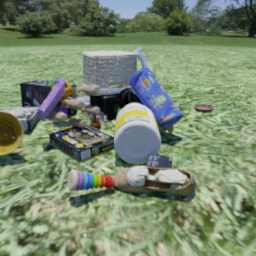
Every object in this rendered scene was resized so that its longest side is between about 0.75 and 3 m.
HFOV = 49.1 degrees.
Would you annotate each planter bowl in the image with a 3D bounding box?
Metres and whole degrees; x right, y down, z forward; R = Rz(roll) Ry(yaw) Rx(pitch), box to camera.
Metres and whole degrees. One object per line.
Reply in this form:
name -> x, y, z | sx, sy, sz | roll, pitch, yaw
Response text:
planter bowl -> -3.980, 0.202, 8.935 | 1.383, 1.383, 0.576 | -2, -6, -6

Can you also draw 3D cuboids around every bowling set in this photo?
bowling set -> -1.870, -0.481, 10.754 | 1.234, 1.600, 2.299 | 8, 42, 47

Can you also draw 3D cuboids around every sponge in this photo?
sponge -> -2.673, -0.989, 9.917 | 0.223, 0.836, 1.498 | 28, 60, -2

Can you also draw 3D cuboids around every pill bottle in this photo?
pill bottle -> 0.273, 0.029, 9.657 | 1.461, 1.461, 2.625 | 0, 22, 0

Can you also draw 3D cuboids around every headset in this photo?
headset -> 0.381, -1.240, 12.027 | 1.196, 2.546, 1.572 | 24, -8, -30

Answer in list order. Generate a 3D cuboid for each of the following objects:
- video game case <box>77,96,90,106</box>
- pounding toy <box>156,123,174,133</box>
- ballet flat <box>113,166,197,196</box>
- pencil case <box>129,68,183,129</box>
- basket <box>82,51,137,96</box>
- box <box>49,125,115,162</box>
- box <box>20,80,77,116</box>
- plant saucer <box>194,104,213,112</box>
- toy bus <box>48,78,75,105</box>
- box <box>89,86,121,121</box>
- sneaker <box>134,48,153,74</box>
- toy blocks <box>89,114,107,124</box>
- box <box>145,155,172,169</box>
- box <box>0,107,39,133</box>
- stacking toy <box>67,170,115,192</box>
video game case -> -2.343, -1.345, 14.931 | 1.428, 0.190, 1.999 | 1, 22, 2
pounding toy -> 1.146, -0.579, 11.566 | 1.138, 1.134, 1.984 | -11, 22, -34
ballet flat -> 0.665, 1.280, 7.310 | 2.222, 0.725, 0.783 | 1, 54, 6
pencil case -> 0.977, -1.119, 10.689 | 1.097, 0.986, 2.527 | -30, 73, -17
basket -> -0.895, -2.599, 13.021 | 2.187, 1.775, 2.207 | -8, 22, -22
box -> -1.647, 0.463, 9.947 | 1.535, 0.474, 1.923 | -22, 30, -40
box -> -3.735, -1.394, 13.226 | 2.380, 1.455, 1.262 | 11, 20, 23
plant saucer -> 3.770, -0.985, 14.034 | 0.955, 0.164, 0.955 | 0, 21, 0
toy bus -> -2.897, -1.470, 11.642 | 1.215, 1.287, 0.665 | 15, -14, 6
box -> -0.706, -1.175, 13.184 | 1.831, 1.138, 1.360 | -17, 28, -35
sneaker -> 0.781, -3.070, 12.846 | 0.471, 1.299, 0.467 | -32, 7, 21
toy blocks -> -1.234, -0.528, 11.633 | 0.761, 0.640, 0.711 | -3, 9, -9
box -> 0.907, 1.174, 8.191 | 0.727, 0.415, 0.798 | 5, 22, 11
box -> -5.023, -0.320, 11.733 | 2.277, 0.550, 1.803 | -2, 22, -2
stacking toy -> -0.884, 1.375, 7.107 | 1.218, 0.520, 0.520 | 9, 15, -29
